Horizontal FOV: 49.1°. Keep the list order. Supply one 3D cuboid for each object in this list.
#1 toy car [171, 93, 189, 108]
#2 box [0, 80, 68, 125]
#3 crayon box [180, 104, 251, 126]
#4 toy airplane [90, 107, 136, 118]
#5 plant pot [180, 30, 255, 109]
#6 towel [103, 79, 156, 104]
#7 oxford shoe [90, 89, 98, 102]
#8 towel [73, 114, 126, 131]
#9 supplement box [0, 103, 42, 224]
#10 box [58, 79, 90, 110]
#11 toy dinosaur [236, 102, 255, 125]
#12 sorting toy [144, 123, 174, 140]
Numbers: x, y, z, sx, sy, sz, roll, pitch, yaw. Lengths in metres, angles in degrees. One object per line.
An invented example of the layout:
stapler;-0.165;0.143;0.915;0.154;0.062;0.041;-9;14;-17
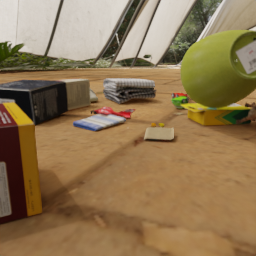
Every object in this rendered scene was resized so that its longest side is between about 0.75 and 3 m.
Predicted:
toy car;2.443;-1.140;11.926;2.051;0.457;1.930;10;18;37
box;-3.416;-0.959;9.625;1.914;1.186;1.881;6;21;22
crayon box;2.839;-0.477;9.250;1.973;0.501;1.253;-2;15;-11
toy airplane;-0.532;-0.541;9.917;1.612;0.296;1.612;1;11;0
plant pot;2.790;-1.681;7.507;2.238;2.238;2.391;-1;2;-3
towel;0.026;-1.828;13.517;2.017;1.042;2.436;-4;13;-20
oxford shoe;-2.040;-1.675;13.606;0.850;0.653;2.261;-2;17;-20
towel;-0.882;-0.179;8.808;1.053;0.171;1.434;13;21;35
supplement box;-2.491;0.469;4.046;1.956;1.299;1.930;-8;17;-28
box;-2.496;-1.372;11.442;0.969;1.137;1.779;10;18;34
toy dinosaur;4.107;-0.351;8.493;1.655;0.710;1.121;-3;15;-33
sorting toy;0.848;0.109;7.508;0.753;0.135;1.010;-1;22;10
